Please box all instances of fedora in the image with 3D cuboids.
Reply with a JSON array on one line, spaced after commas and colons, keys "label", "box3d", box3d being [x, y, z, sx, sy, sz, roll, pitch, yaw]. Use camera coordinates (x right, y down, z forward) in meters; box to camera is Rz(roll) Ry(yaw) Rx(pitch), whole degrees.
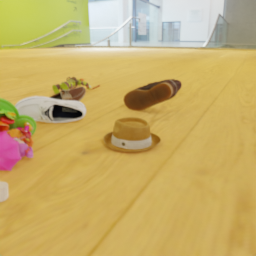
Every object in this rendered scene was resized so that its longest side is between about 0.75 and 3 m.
[{"label": "fedora", "box3d": [0.104, 0.123, 8.475, 1.782, 0.727, 1.782, -1, 20, 0]}]

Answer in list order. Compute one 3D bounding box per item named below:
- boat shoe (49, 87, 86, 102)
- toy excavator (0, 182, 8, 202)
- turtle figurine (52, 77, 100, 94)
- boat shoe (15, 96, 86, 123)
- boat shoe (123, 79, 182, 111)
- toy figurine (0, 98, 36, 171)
[{"label": "boat shoe", "box3d": [-2.549, -1.265, 11.500, 1.673, 0.601, 0.634, -26, 59, 3]}, {"label": "toy excavator", "box3d": [-3.338, 1.347, 5.278, 1.562, 0.802, 1.606, 4, 12, 7]}, {"label": "turtle figurine", "box3d": [-2.923, -2.318, 14.944, 2.478, 0.798, 1.998, 9, 22, 23]}, {"label": "boat shoe", "box3d": [-2.857, -0.641, 10.208, 2.607, 0.959, 0.852, -4, 17, -8]}, {"label": "boat shoe", "box3d": [0.966, -1.337, 11.340, 2.636, 0.928, 0.927, -8, 19, 45]}, {"label": "toy figurine", "box3d": [-3.219, 0.379, 7.460, 2.163, 1.624, 1.991, 15, 21, -42]}]
